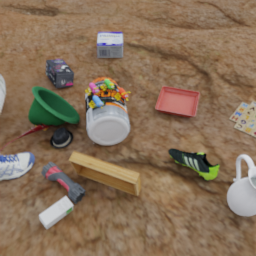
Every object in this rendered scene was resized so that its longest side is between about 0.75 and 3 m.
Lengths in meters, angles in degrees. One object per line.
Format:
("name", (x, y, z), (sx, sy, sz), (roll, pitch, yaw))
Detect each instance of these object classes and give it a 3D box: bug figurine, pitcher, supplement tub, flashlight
("bug figurine", (-0.798, -1.283, 10.215), (1.634, 0.420, 1.267), (-22, 57, -32))
("pitcher", (3.536, 1.755, 8.378), (1.042, 1.720, 1.475), (-12, 54, -16))
("supplement tub", (-0.881, -0.743, 11.095), (1.615, 1.615, 2.636), (-6, 45, -6))
("flashlight", (-2.172, 1.834, 9.294), (1.702, 0.576, 0.578), (37, 51, 26))

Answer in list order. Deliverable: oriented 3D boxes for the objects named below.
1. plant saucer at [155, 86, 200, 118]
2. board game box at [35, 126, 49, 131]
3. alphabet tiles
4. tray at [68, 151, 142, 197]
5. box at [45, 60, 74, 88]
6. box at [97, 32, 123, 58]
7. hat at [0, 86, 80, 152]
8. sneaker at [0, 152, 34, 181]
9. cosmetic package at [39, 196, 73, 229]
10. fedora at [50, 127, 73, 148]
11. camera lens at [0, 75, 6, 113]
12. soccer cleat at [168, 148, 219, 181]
("plant saucer", (2.193, -1.113, 12.391), (1.724, 0.316, 1.721), (11, 46, 12))
("board game box", (-3.338, -0.355, 11.738), (0.529, 0.166, 1.108), (21, 51, 18))
("alphabet tiles", (5.398, -0.373, 11.813), (1.787, 0.068, 2.148), (29, 52, 26))
("tray", (-0.711, 1.490, 9.132), (2.298, 1.133, 0.426), (16, 61, 16))
("box", (-3.304, -2.616, 13.459), (0.891, 0.773, 1.458), (-12, 44, -32))
("box", (-1.006, -4.608, 15.538), (1.403, 0.800, 1.525), (-1, 45, -2))
("hat", (-3.590, -0.176, 11.204), (2.270, 2.579, 2.136), (-49, 51, 13))
("sneaker", (-4.217, 1.284, 9.490), (2.122, 0.935, 0.799), (-27, 50, -31))
("cosmetic package", (-2.175, 2.565, 8.487), (0.958, 0.515, 0.406), (-35, 71, -28))
("fedora", (-2.602, 0.318, 10.848), (0.976, 0.446, 0.976), (0, 45, 0))
("camera lens", (-6.072, -1.136, 11.241), (1.951, 1.951, 2.439), (-6, 45, -6))
("soccer cleat", (2.272, 1.091, 9.766), (1.873, 0.759, 0.632), (30, 27, 26))
